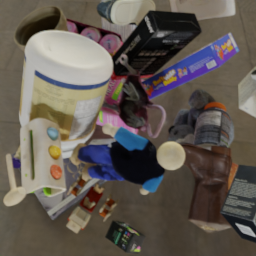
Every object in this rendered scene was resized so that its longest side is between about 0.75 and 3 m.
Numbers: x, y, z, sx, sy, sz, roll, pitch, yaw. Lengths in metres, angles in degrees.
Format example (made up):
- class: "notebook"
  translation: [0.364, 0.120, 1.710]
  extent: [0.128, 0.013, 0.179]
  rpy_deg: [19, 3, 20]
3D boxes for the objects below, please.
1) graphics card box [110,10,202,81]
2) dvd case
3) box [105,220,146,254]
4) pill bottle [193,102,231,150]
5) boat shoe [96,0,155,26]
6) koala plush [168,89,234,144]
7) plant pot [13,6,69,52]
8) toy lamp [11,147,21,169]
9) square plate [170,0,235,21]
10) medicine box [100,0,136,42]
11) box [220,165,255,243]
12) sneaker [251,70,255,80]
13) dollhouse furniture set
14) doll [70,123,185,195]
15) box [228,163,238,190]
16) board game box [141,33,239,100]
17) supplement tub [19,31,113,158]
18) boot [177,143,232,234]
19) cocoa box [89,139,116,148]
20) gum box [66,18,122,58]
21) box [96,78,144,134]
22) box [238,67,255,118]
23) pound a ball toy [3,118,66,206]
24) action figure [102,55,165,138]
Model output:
- class: "graphics card box"
  translation: [0.699, -2.464, 8.771]
  extent: [1.760, 2.806, 0.714]
  rpy_deg: [-11, 78, -32]
- class: "dvd case"
  translation: [-2.425, 1.373, 9.621]
  extent: [2.124, 0.228, 2.856]
  rpy_deg: [-34, 63, -20]
- class: "box"
  translation: [-0.066, 2.669, 6.857]
  extent: [0.754, 0.560, 0.469]
  rpy_deg: [18, 80, 39]
- class: "pill bottle"
  translation: [2.441, 0.095, 8.097]
  extent: [0.987, 0.987, 1.859]
  rpy_deg: [14, 50, 9]
- class: "boat shoe"
  translation: [0.013, -3.582, 8.657]
  extent: [0.773, 0.936, 2.500]
  rpy_deg: [26, 36, 24]
- class: "koala plush"
  translation: [2.174, 0.320, 9.339]
  extent: [2.089, 2.016, 2.273]
  rpy_deg: [44, 62, 11]
- class: "plant pot"
  translation: [-2.424, -2.678, 8.762]
  extent: [1.662, 1.442, 1.662]
  rpy_deg: [-10, 60, 17]
- class: "toy lamp"
  translation: [-2.400, 0.370, 6.487]
  extent: [0.349, 0.349, 1.198]
  rpy_deg: [5, 47, 3]
- class: "square plate"
  translation: [2.580, -4.786, 10.064]
  extent: [2.325, 2.347, 0.334]
  rpy_deg: [-2, 56, 21]
- class: "medicine box"
  translation: [-0.220, -4.946, 12.831]
  extent: [1.889, 1.721, 0.972]
  rpy_deg: [24, 60, 15]
- class: "box"
  translation: [2.505, 1.518, 5.487]
  extent: [0.706, 1.139, 1.119]
  rpy_deg: [3, 51, 50]
- class: "sneaker"
  translation: [4.045, -1.399, 7.491]
  extent: [2.398, 0.884, 0.959]
  rpy_deg: [-32, 93, -40]
- class: "dollhouse furniture set"
  translation: [-0.926, 1.755, 6.306]
  extent: [1.083, 0.558, 1.071]
  rpy_deg: [34, 38, 2]
- class: "doll"
  translation: [-0.082, 0.700, 6.351]
  extent: [2.881, 1.966, 0.698]
  rpy_deg: [-7, 29, 38]
- class: "box"
  translation: [2.937, 1.692, 9.168]
  extent: [0.807, 0.633, 1.298]
  rpy_deg: [25, 60, 15]
- class: "board game box"
  translation: [1.777, -1.836, 8.763]
  extent: [1.890, 2.811, 0.629]
  rpy_deg: [-36, 100, -46]
- class: "supplement tub"
  translation: [-1.773, -0.810, 7.603]
  extent: [2.146, 2.972, 2.146]
  rpy_deg: [14, 38, -11]
- class: "boot"
  translation: [1.548, 1.408, 6.765]
  extent: [1.886, 0.650, 2.023]
  rpy_deg: [0, 65, 25]
- class: "cocoa box"
  translation: [-0.765, 0.702, 8.408]
  extent: [0.831, 0.545, 0.554]
  rpy_deg: [-4, 28, 28]
- class: "gum box"
  translation: [-1.331, -2.918, 10.022]
  extent: [2.424, 1.375, 0.801]
  rpy_deg: [19, 74, 8]
- class: "box"
  translation: [-0.414, -1.011, 10.668]
  extent: [2.189, 1.058, 1.925]
  rpy_deg: [17, 59, 11]
- class: "box"
  translation: [4.250, -1.166, 9.186]
  extent: [0.804, 0.943, 1.475]
  rpy_deg: [29, 44, -6]
- class: "pound a ball toy"
  translation: [-1.910, 0.686, 5.940]
  extent: [0.788, 1.209, 1.854]
  rpy_deg: [-25, 60, 22]
- class: "action figure"
  translation: [0.229, -0.999, 8.118]
  extent: [1.801, 1.620, 2.419]
  rpy_deg: [26, 15, -8]
